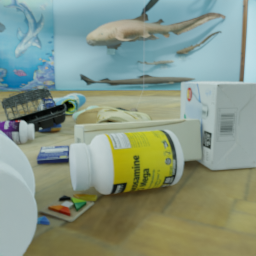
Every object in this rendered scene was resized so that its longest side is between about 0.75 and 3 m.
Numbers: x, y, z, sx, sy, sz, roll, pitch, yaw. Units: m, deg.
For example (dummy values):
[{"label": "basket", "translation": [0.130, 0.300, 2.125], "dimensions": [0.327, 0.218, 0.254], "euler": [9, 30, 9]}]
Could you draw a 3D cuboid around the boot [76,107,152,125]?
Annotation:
[{"label": "boot", "translation": [-0.829, -0.047, 9.577], "dimensions": [2.951, 1.074, 2.293], "euler": [7, 12, 17]}]

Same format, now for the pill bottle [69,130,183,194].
[{"label": "pill bottle", "translation": [-0.063, 0.660, 5.403], "dimensions": [2.015, 1.133, 1.133], "euler": [-4, 11, -18]}]

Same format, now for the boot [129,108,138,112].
[{"label": "boot", "translation": [0.318, -0.902, 16.220], "dimensions": [0.969, 0.340, 0.709], "euler": [-8, 19, -31]}]

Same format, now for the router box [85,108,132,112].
[{"label": "router box", "translation": [-0.801, -0.400, 12.250], "dimensions": [1.715, 0.711, 2.288], "euler": [-4, 11, -20]}]

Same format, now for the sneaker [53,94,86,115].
[{"label": "sneaker", "translation": [-3.223, -1.371, 16.570], "dimensions": [1.850, 1.127, 2.833], "euler": [6, 21, 41]}]

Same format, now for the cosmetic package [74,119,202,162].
[{"label": "cosmetic package", "translation": [0.198, 0.350, 6.928], "dimensions": [2.837, 1.037, 1.469], "euler": [-4, 2, -19]}]

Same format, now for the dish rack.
[{"label": "dish rack", "translation": [-3.855, -0.867, 11.048], "dimensions": [2.241, 0.797, 2.921], "euler": [-19, 44, -21]}]

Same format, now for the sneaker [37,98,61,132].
[{"label": "sneaker", "translation": [-3.477, -0.603, 11.883], "dimensions": [1.064, 1.246, 2.826], "euler": [-2, 14, -23]}]

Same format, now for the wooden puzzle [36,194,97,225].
[{"label": "wooden puzzle", "translation": [-1.020, 1.308, 4.684], "dimensions": [0.761, 0.132, 1.129], "euler": [3, 11, 16]}]

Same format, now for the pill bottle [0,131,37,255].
[{"label": "pill bottle", "translation": [-2.249, 0.713, 3.751], "dimensions": [1.666, 1.666, 2.969], "euler": [-7, 13, -32]}]

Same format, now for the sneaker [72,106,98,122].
[{"label": "sneaker", "translation": [-1.766, -0.679, 13.916], "dimensions": [1.039, 0.648, 1.761], "euler": [1, 19, 38]}]

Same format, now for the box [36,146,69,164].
[{"label": "box", "translation": [-1.991, 0.735, 7.521], "dimensions": [0.797, 0.213, 1.315], "euler": [-2, 9, -11]}]

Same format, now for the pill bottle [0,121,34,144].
[{"label": "pill bottle", "translation": [-3.814, 0.152, 9.186], "dimensions": [1.347, 0.757, 0.757], "euler": [-2, 11, -12]}]

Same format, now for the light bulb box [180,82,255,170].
[{"label": "light bulb box", "translation": [2.326, -0.186, 7.410], "dimensions": [1.298, 2.062, 2.080], "euler": [-1, 9, -12]}]
